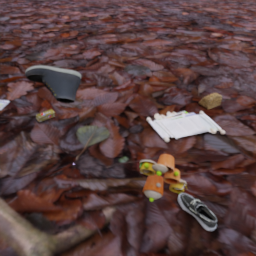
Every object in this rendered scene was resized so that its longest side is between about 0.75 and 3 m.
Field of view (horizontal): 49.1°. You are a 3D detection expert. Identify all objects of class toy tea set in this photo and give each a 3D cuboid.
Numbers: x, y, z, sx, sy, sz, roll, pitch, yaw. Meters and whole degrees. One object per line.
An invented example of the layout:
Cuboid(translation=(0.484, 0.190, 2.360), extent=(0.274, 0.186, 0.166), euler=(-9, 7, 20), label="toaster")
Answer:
Cuboid(translation=(0.865, 1.476, 7.629), extent=(1.233, 2.073, 0.767), euler=(2, 56, 23), label="toy tea set")

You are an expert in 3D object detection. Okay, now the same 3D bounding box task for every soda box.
Cuboid(translation=(-3.684, -0.546, 12.503), extent=(0.272, 0.257, 0.802), euler=(38, 43, 27), label="soda box")

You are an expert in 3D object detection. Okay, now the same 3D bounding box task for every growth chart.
Cuboid(translation=(2.409, -0.159, 12.168), extent=(2.883, 0.256, 2.087), euler=(-9, 35, -12), label="growth chart")

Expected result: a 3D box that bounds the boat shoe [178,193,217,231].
Cuboid(translation=(2.066, 2.373, 8.328), extent=(0.517, 0.466, 1.462), euler=(-22, 40, -28), label="boat shoe")

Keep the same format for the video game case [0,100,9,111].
Cuboid(translation=(-6.299, -1.111, 13.694), extent=(0.606, 0.076, 0.846), euler=(6, 35, 8), label="video game case")

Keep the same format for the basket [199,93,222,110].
Cuboid(translation=(3.992, -1.401, 13.603), extent=(0.914, 0.652, 0.681), euler=(-18, 40, -25), label="basket")

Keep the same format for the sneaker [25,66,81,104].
Cuboid(translation=(-3.036, -1.663, 10.863), extent=(2.276, 0.851, 1.209), euler=(6, 74, 11), label="sneaker")
